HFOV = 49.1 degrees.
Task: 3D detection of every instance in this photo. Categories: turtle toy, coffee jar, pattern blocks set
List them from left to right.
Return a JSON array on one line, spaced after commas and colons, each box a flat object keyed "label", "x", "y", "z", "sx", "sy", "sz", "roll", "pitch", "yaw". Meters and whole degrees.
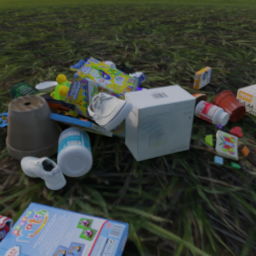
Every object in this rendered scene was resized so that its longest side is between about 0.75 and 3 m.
[{"label": "coffee jar", "x": -4.157, "y": -1.112, "z": 12.380, "sx": 2.408, "sy": 1.256, "sz": 1.027, "roll": 25, "pitch": 49, "yaw": 36}, {"label": "turtle toy", "x": -2.802, "y": -1.311, "z": 12.699, "sx": 1.045, "sy": 1.506, "sz": 2.067, "roll": 7, "pitch": 46, "yaw": -31}, {"label": "pattern blocks set", "x": 3.506, "y": 0.597, "z": 9.905, "sx": 1.612, "sy": 0.149, "sz": 1.834, "roll": 9, "pitch": 52, "yaw": -9}]

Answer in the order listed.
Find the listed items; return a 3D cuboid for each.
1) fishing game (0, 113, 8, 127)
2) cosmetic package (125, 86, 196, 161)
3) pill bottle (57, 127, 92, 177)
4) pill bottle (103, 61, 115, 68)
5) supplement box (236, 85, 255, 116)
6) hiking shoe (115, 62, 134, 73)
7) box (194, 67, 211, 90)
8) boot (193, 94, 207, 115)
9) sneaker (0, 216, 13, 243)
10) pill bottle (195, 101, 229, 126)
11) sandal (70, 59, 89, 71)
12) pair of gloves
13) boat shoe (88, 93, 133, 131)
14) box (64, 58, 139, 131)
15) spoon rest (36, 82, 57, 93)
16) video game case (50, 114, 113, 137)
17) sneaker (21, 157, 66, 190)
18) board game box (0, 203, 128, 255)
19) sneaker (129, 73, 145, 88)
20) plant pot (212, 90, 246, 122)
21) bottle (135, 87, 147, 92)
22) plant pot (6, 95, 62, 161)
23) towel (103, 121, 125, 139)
[{"label": "fishing game", "x": -5.430, "y": -0.409, "z": 12.194, "sx": 1.315, "sy": 0.285, "sz": 1.836, "roll": 16, "pitch": 35, "yaw": 28}, {"label": "cosmetic package", "x": 1.073, "y": -0.181, "z": 10.004, "sx": 2.117, "sy": 2.123, "sz": 1.305, "roll": -11, "pitch": 34, "yaw": -18}, {"label": "pill bottle", "x": -1.822, "y": 0.695, "z": 9.520, "sx": 1.085, "sy": 1.085, "sz": 1.958, "roll": -5, "pitch": 28, "yaw": -9}, {"label": "pill bottle", "x": -1.201, "y": -3.790, "z": 17.271, "sx": 0.586, "sy": 0.586, "sz": 1.052, "roll": -16, "pitch": 22, "yaw": -25}, {"label": "supplement box", "x": 6.487, "y": -1.380, "z": 13.161, "sx": 2.435, "sy": 0.895, "sz": 1.535, "roll": -16, "pitch": 35, "yaw": -27}, {"label": "hiking shoe", "x": -0.235, "y": -3.756, "z": 17.366, "sx": 1.212, "sy": 0.610, "sz": 0.459, "roll": -5, "pitch": 32, "yaw": -8}, {"label": "box", "x": 4.145, "y": -2.770, "z": 15.477, "sx": 0.310, "sy": 0.891, "sz": 1.497, "roll": 22, "pitch": 37, "yaw": 32}, {"label": "boot", "x": 2.439, "y": -1.129, "z": 12.665, "sx": 2.446, "sy": 0.918, "sz": 1.311, "roll": -21, "pitch": 39, "yaw": -26}, {"label": "sneaker", "x": -3.499, "y": 2.735, "z": 6.664, "sx": 0.986, "sy": 0.625, "sz": 1.754, "roll": 4, "pitch": 29, "yaw": 13}, {"label": "pill bottle", "x": 3.596, "y": -0.601, "z": 12.026, "sx": 0.740, "sy": 0.740, "sz": 1.318, "roll": -26, "pitch": 42, "yaw": -36}, {"label": "sandal", "x": -2.536, "y": -3.402, "z": 15.150, "sx": 0.536, "sy": 0.588, "sz": 1.349, "roll": 17, "pitch": 29, "yaw": 41}, {"label": "pair of gloves", "x": -2.525, "y": -0.631, "z": 11.048, "sx": 1.855, "sy": 2.082, "sz": 0.257, "roll": 10, "pitch": 70, "yaw": 24}, {"label": "boat shoe", "x": -0.735, "y": -0.620, "z": 8.992, "sx": 1.017, "sy": 1.001, "sz": 2.868, "roll": -49, "pitch": 14, "yaw": -9}, {"label": "box", "x": -1.035, "y": -1.517, "z": 11.819, "sx": 2.408, "sy": 1.525, "sz": 2.500, "roll": 25, "pitch": 30, "yaw": -4}, {"label": "spoon rest", "x": -3.897, "y": -2.134, "z": 14.696, "sx": 2.059, "sy": 0.624, "sz": 1.023, "roll": 14, "pitch": 34, "yaw": 20}, {"label": "video game case", "x": -1.647, "y": -0.069, "z": 10.381, "sx": 1.569, "sy": 0.195, "sz": 2.193, "roll": 13, "pitch": -6, "yaw": 18}, {"label": "sneaker", "x": -2.718, "y": 1.200, "z": 8.882, "sx": 1.907, "sy": 0.950, "sz": 0.714, "roll": 19, "pitch": 39, "yaw": 31}, {"label": "board game box", "x": -1.589, "y": 2.881, "z": 6.526, "sx": 2.738, "sy": 0.501, "sz": 2.071, "roll": 9, "pitch": 32, "yaw": 14}, {"label": "sneaker", "x": 0.500, "y": -2.619, "z": 14.755, "sx": 0.898, "sy": 0.767, "sz": 2.037, "roll": -25, "pitch": 18, "yaw": 0}, {"label": "plant pot", "x": 4.484, "y": -0.898, "z": 12.320, "sx": 1.125, "sy": 1.125, "sz": 1.094, "roll": -12, "pitch": 42, "yaw": -19}, {"label": "bottle", "x": -0.390, "y": -1.746, "z": 13.687, "sx": 2.607, "sy": 0.851, "sz": 1.089, "roll": 9, "pitch": 6, "yaw": 15}, {"label": "plant pot", "x": -3.481, "y": -0.128, "z": 10.167, "sx": 2.086, "sy": 1.810, "sz": 2.086, "roll": 0, "pitch": 33, "yaw": 0}, {"label": "towel", "x": -0.229, "y": 0.064, "z": 11.536, "sx": 1.435, "sy": 0.156, "sz": 1.052, "roll": 21, "pitch": 36, "yaw": 34}]
